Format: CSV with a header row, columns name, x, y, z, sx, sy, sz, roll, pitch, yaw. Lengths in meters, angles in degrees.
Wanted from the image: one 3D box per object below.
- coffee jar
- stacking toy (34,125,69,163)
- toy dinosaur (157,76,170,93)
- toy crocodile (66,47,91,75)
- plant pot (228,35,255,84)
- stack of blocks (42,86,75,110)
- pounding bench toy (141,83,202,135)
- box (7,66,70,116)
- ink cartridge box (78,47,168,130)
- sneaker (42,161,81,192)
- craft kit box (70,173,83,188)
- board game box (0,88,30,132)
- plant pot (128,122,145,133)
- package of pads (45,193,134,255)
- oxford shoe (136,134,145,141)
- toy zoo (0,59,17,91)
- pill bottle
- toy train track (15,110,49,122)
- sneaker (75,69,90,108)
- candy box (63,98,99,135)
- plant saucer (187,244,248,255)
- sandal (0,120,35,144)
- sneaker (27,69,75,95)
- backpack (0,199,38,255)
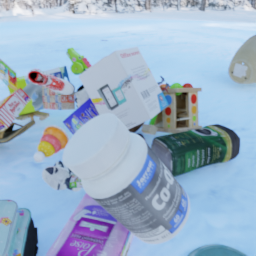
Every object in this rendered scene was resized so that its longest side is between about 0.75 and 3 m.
name,x,y,z,sx,sy,sz,roll,pitch,yaw
coffee jar,2.262,0.688,9.299,2.766,1.180,1.442,-12,21,-20
stacking toy,-1.993,0.475,6.951,0.747,0.747,1.023,8,35,15
toy dinosaur,0.839,-1.256,9.258,0.587,1.014,1.118,43,29,-13
toy crocodile,-1.629,-2.153,11.522,0.821,2.660,0.898,-29,10,16
plant pot,7.108,-3.694,16.163,2.802,2.802,2.992,25,43,38
stack of blocks,-2.701,-1.251,10.727,0.556,1.092,1.897,-6,8,-36
pounding bench toy,1.487,-0.751,10.436,2.326,1.815,1.445,-8,9,-40
box,-3.635,-1.584,11.862,2.520,1.536,0.600,-18,35,-15
ink cartridge box,-0.099,-1.115,8.392,1.509,2.067,1.516,-25,5,33
sneaker,-2.060,1.307,8.044,1.015,0.623,1.560,23,-1,36
craft kit box,-1.097,1.356,7.594,0.853,0.210,0.864,3,16,-5
board game box,-4.732,-0.208,9.670,2.464,0.570,1.866,-27,27,22
plant pot,-0.162,-0.770,10.876,1.508,1.523,1.523,31,19,-23
package of pads,-0.719,2.480,6.217,1.473,0.925,2.445,6,28,17
oxford shoe,-0.124,0.494,9.968,0.807,0.823,2.268,18,26,33
toy zoo,-4.232,-1.837,9.734,0.138,0.884,1.347,-34,45,8
pill bottle,0.022,1.002,5.373,1.433,2.519,1.433,-28,32,20
toy train track,-4.858,-0.638,12.508,2.948,0.480,1.691,12,29,17
sneaker,-1.502,-0.869,10.290,1.166,2.915,1.075,18,24,-16
candy box,-1.165,-0.211,9.316,1.528,1.292,0.588,-37,5,20
plant saucer,2.011,3.113,5.753,1.858,0.255,1.858,0,29,0
sandal,-4.388,0.142,10.080,2.265,0.612,0.910,-18,18,22
sneaker,-2.443,-1.406,8.845,1.498,0.500,0.803,25,11,-9
backpack,-3.067,2.483,5.524,2.149,1.647,1.889,-8,34,-4
